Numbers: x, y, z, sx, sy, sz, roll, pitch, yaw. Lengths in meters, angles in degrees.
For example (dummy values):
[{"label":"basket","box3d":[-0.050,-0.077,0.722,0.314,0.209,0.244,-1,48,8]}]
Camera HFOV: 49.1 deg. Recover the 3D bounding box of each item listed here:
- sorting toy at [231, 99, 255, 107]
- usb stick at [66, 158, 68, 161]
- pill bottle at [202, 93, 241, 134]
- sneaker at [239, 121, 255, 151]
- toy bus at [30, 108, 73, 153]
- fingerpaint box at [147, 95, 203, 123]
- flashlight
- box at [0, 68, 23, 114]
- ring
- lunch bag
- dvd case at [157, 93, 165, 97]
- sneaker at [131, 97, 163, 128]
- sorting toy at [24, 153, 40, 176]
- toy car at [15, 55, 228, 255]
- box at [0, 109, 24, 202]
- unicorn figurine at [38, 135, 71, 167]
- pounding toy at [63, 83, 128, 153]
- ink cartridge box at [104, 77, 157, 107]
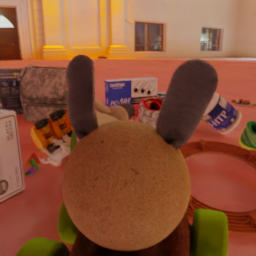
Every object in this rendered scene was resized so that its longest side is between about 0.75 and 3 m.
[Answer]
[{"label":"sorting toy","box3d":[5.417,-1.180,13.078,1.294,0.219,0.624,13,22,35]},{"label":"usb stick","box3d":[-1.040,0.422,7.505,0.770,0.453,2.777,-5,17,1]},{"label":"pill bottle","box3d":[2.701,-0.579,8.855,1.520,0.910,0.910,36,14,-10]},{"label":"sneaker","box3d":[3.746,0.374,6.858,0.838,0.945,2.262,-11,21,-33]},{"label":"toy bus","box3d":[-2.285,0.106,7.951,1.287,0.910,1.341,-9,21,41]},{"label":"fingerpaint box","box3d":[1.792,-0.696,10.474,2.016,0.740,1.682,9,20,29]},{"label":"flashlight","box3d":[0.659,-0.620,8.603,2.033,0.688,0.691,-9,42,-9]},{"label":"box","box3d":[-4.696,-1.471,11.323,2.307,1.819,0.589,-4,18,-11]},{"label":"ring","box3d":[1.814,0.924,5.365,2.617,0.251,2.617,2,29,-1]},{"label":"lunch bag","box3d":[-2.743,-1.278,10.331,2.395,2.009,1.669,6,19,21]},{"label":"dvd case","box3d":[2.249,-1.620,14.544,1.708,0.188,1.247,7,19,19]},{"label":"sneaker","box3d":[0.573,-0.251,8.099,0.870,1.396,2.605,-4,18,-14]},{"label":"sorting toy","box3d":[-2.276,0.890,6.496,0.310,0.312,0.899,-28,21,-5]},{"label":"toy car","box3d":[0.039,0.606,3.093,2.245,2.733,2.156,5,18,14]},{"label":"box","box3d":[-3.142,0.762,4.385,0.871,1.689,2.896,10,21,28]},{"label":"unicorn figurine","box3d":[-1.628,0.595,6.309,1.134,0.419,0.779,-23,-32,22]},{"label":"pounding toy","box3d":[-0.610,0.587,5.498,1.935,1.163,2.507,20,41,-45]},{"label":"ink cartridge box","box3d":[0.156,-1.692,13.104,2.502,1.176,0.553,-8,19,-22]}]
